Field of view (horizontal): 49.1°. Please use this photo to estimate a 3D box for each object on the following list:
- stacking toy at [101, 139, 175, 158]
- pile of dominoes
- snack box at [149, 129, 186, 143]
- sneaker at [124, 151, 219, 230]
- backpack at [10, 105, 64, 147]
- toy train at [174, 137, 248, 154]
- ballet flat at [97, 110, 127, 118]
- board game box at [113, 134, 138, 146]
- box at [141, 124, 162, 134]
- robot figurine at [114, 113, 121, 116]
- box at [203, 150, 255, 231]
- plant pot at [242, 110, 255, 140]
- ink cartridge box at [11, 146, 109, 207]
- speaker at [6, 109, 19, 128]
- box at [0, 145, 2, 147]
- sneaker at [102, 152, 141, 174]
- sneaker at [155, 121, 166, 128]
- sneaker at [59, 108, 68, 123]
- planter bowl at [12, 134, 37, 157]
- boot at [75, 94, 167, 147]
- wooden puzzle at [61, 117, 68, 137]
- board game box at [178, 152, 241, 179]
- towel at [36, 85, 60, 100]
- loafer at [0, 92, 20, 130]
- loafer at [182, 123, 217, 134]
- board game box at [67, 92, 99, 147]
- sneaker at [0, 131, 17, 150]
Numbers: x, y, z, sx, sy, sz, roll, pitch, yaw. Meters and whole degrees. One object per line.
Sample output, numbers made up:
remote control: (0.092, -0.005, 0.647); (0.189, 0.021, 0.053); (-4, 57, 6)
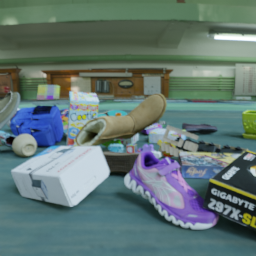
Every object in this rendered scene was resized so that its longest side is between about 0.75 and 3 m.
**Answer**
stacking toy: (0.050, 0.867, 9.301); (2.775, 0.652, 2.092); (0, 8, 19)
pile of dominoes: (1.745, 0.550, 9.555); (1.206, 0.940, 0.192); (21, -6, 18)
snack box: (1.764, 0.379, 12.535); (1.442, 0.488, 1.216); (2, 10, 20)
sneaker: (0.831, 1.130, 5.571); (2.146, 0.949, 0.863); (28, 21, 38)
backpack: (-3.863, -0.047, 11.606); (1.916, 1.557, 1.607); (1, 34, 4)
toy train: (2.967, 0.775, 10.172); (0.676, 0.504, 2.952); (18, -6, -42)
ballet flat: (-1.323, -0.514, 17.101); (2.718, 0.944, 0.944); (-6, 11, -33)
board game box: (-0.172, 0.434, 12.383); (1.003, 0.437, 1.359); (2, 8, 15)
box: (1.107, 0.016, 14.433); (0.868, 0.248, 1.269); (-16, 13, -16)
robot figurine: (-0.632, -0.345, 14.689); (0.365, 0.908, 1.253); (8, -14, -13)
box: (2.947, 1.263, 5.403); (2.127, 0.657, 2.664); (21, 18, 32)
plant pot: (6.165, -0.119, 13.189); (1.390, 1.268, 1.397); (7, 11, 34)
ink cartridge box: (-1.511, 0.999, 6.263); (1.749, 0.751, 1.281); (-5, 22, 39)
speaker: (-5.010, -0.296, 14.272); (2.970, 1.206, 1.206); (11, 14, 40)
box: (-5.006, 0.602, 9.748); (0.442, 0.664, 1.764); (-41, 10, -3)
sneaker: (0.144, 0.970, 7.865); (2.117, 0.746, 0.800); (9, 9, 22)
sneaker: (1.322, -0.260, 15.682); (1.634, 0.696, 0.637); (-1, 10, 15)
sneaker: (-3.245, -0.582, 15.331); (2.885, 1.087, 1.132); (-20, 11, 21)
planter bowl: (-3.562, 0.677, 9.809); (0.813, 0.813, 0.547); (-7, 19, -37)
boot: (-0.093, -0.230, 9.455); (0.927, 2.454, 2.803); (51, 24, 16)
wooden puzzle: (-2.447, 0.014, 13.072); (1.377, 0.163, 2.321); (-26, 45, -39)
board game box: (2.645, 1.105, 8.289); (2.218, 0.384, 1.503); (2, 9, 7)
towel: (-3.062, -1.359, 10.715); (0.863, 0.620, 0.098); (0, -20, -1)
loafer: (-5.292, -0.438, 11.057); (1.000, 2.660, 0.927); (7, -28, 49)
loafer: (3.596, -0.028, 14.104); (1.803, 0.568, 0.648); (-2, -28, -6)
board game box: (-1.741, -0.236, 10.542); (1.016, 1.973, 1.035); (2, 23, -14)
sneaker: (-4.165, 0.582, 10.356); (0.695, 0.577, 1.454); (13, -8, 34)
